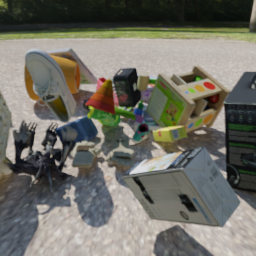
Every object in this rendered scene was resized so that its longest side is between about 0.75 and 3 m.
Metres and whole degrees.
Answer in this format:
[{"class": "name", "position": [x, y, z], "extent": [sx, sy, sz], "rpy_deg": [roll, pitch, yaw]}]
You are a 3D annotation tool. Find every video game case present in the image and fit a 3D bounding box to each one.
[{"class": "video game case", "position": [1.236, -0.386, 10.548], "extent": [1.857, 0.217, 1.688], "rpy_deg": [6, 32, 4]}, {"class": "video game case", "position": [-3.138, -2.958, 13.993], "extent": [2.621, 2.386, 0.289], "rpy_deg": [5, 62, 33]}]

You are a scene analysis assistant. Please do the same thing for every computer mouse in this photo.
[{"class": "computer mouse", "position": [-1.868, 0.764, 7.112], "extent": [0.172, 0.296, 1.009], "rpy_deg": [-8, 5, -1]}]

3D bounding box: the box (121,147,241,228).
[{"class": "box", "position": [0.808, 1.079, 4.967], "extent": [0.586, 1.136, 1.948], "rpy_deg": [-38, 8, -30]}]

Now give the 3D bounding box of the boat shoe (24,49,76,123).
[{"class": "boat shoe", "position": [-2.103, -0.958, 7.447], "extent": [0.812, 2.197, 0.937], "rpy_deg": [-10, 42, 11]}]

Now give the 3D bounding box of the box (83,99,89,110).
[{"class": "box", "position": [-1.380, -0.934, 11.778], "extent": [0.799, 0.344, 0.654], "rpy_deg": [28, 36, 27]}]

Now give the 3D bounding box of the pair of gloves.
[{"class": "pair of gloves", "position": [-0.751, 0.777, 8.207], "extent": [1.838, 0.322, 1.563], "rpy_deg": [-3, 21, -10]}]

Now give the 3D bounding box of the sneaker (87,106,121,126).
[{"class": "sneaker", "position": [-0.747, -0.549, 9.613], "extent": [0.942, 0.835, 2.254], "rpy_deg": [12, -5, 13]}]

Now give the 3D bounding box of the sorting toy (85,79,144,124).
[{"class": "sorting toy", "position": [-0.186, -0.806, 8.760], "extent": [0.947, 0.941, 2.731], "rpy_deg": [19, 2, 32]}]

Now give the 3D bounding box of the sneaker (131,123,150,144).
[{"class": "sneaker", "position": [0.521, 0.068, 9.270], "extent": [0.421, 0.608, 1.008], "rpy_deg": [39, 37, 10]}]

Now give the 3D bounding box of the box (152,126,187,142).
[{"class": "box", "position": [1.234, 0.190, 8.643], "extent": [0.546, 0.364, 1.452], "rpy_deg": [-14, 3, -14]}]

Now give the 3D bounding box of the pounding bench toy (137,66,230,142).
[{"class": "pounding bench toy", "position": [1.816, -1.243, 9.874], "extent": [2.072, 1.650, 2.656], "rpy_deg": [-19, 54, -31]}]

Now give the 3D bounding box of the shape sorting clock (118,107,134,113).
[{"class": "shape sorting clock", "position": [-0.152, -0.676, 11.095], "extent": [0.770, 0.151, 0.770], "rpy_deg": [1, 33, -1]}]

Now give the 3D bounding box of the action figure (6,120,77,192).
[{"class": "action figure", "position": [-2.311, 0.495, 7.482], "extent": [1.647, 1.414, 2.771], "rpy_deg": [10, 15, -25]}]

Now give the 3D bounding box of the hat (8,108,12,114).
[{"class": "hat", "position": [-4.747, -0.345, 10.958], "extent": [0.850, 0.903, 1.026], "rpy_deg": [6, 65, 21]}]

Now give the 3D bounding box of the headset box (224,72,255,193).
[{"class": "headset box", "position": [3.241, -0.048, 6.947], "extent": [1.167, 2.516, 2.191], "rpy_deg": [7, 32, 32]}]

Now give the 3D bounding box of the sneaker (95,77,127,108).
[{"class": "sneaker", "position": [-0.706, -1.605, 12.463], "extent": [0.943, 1.110, 2.559], "rpy_deg": [-16, 30, -36]}]

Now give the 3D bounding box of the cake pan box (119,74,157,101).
[{"class": "cake pan box", "position": [0.706, -2.159, 14.347], "extent": [2.286, 0.649, 2.482], "rpy_deg": [-17, 29, -38]}]

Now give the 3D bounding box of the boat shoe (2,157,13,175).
[{"class": "boat shoe", "position": [-4.004, 0.785, 7.725], "extent": [2.268, 0.847, 0.776], "rpy_deg": [24, 62, 31]}]

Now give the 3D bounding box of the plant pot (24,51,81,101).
[{"class": "plant pot", "position": [-3.281, -2.310, 12.677], "extent": [2.039, 2.227, 2.227], "rpy_deg": [2, 24, 1]}]

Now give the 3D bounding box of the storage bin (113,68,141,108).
[{"class": "storage bin", "position": [-0.013, -1.535, 10.761], "extent": [0.634, 1.352, 0.914], "rpy_deg": [4, 36, 24]}]

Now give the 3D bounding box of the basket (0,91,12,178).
[{"class": "basket", "position": [-3.943, 0.116, 6.600], "extent": [1.823, 1.660, 2.690], "rpy_deg": [-11, 48, 0]}]

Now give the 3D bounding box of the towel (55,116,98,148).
[{"class": "towel", "position": [-1.639, 0.145, 9.124], "extent": [0.349, 0.802, 1.437], "rpy_deg": [-25, 2, 41]}]
